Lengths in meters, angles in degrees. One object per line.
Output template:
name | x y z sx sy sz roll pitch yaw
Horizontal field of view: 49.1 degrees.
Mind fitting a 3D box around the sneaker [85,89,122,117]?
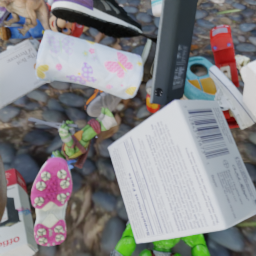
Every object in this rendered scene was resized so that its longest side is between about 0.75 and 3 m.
sneaker | -0.899 -1.356 9.934 1.371 0.949 2.447 31 50 25

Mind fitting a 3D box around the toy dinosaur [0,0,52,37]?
toy dinosaur | -2.517 -3.097 6.883 1.939 0.832 1.314 29 70 -9

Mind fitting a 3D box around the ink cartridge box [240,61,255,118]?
ink cartridge box | 3.104 -0.625 5.312 1.178 1.148 1.833 -22 53 0

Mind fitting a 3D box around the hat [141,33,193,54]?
hat | 1.308 -2.802 10.577 2.423 0.977 2.423 16 14 -4

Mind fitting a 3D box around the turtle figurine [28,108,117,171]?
turtle figurine | -1.369 -0.067 7.089 1.844 1.369 1.902 -32 71 -11

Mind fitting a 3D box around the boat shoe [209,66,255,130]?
boat shoe | 2.267 -0.619 6.521 1.692 0.721 0.625 46 21 -14

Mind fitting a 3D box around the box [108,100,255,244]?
box | 0.865 0.861 5.144 1.151 2.193 2.017 -5 70 -38

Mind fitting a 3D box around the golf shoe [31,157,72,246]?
golf shoe | -1.266 1.130 4.603 0.606 1.609 0.736 6 21 -16

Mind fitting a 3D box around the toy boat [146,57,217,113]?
toy boat | 1.978 -1.415 9.572 2.990 1.389 2.513 -19 57 -13

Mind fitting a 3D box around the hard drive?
hard drive | 1.161 -1.987 6.835 0.438 2.661 1.857 13 16 22

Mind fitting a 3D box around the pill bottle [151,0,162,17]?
pill bottle | 1.179 -4.410 8.219 1.129 2.038 1.129 -7 15 2

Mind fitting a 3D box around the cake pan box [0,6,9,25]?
cake pan box | -3.810 -3.657 7.190 1.738 0.494 1.887 28 59 -19

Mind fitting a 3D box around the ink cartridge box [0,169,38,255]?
ink cartridge box | -3.368 2.352 7.202 1.553 0.882 2.131 -18 57 -12

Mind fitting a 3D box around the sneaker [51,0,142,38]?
sneaker | -0.625 -3.383 7.685 1.117 2.950 1.292 7 92 43

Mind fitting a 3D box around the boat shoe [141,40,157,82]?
boat shoe | 0.864 -2.090 9.312 0.868 2.883 1.028 21 89 3

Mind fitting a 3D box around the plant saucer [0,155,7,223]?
plant saucer | -2.976 0.759 5.142 2.942 2.942 0.538 42 35 25

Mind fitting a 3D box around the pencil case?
pencil case | -0.848 -1.362 6.251 2.352 0.978 1.067 10 88 -16

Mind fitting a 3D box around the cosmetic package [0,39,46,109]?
cosmetic package | -3.583 -1.063 7.351 2.945 1.216 0.746 -36 17 -18

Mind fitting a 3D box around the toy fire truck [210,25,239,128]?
toy fire truck | 2.540 -1.328 7.230 0.565 2.317 1.634 -8 28 23

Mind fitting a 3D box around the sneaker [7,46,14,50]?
sneaker | -3.210 -1.653 8.254 0.542 1.362 0.889 2 54 27

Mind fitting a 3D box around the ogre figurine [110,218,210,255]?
ogre figurine | 0.798 2.906 6.681 2.580 1.266 1.547 0 71 18

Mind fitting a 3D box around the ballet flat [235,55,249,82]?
ballet flat | 4.543 -2.350 10.766 0.634 0.536 1.677 -7 54 -4

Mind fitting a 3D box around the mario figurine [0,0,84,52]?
mario figurine | -2.716 -3.365 8.975 2.613 1.613 1.385 -4 42 -17
